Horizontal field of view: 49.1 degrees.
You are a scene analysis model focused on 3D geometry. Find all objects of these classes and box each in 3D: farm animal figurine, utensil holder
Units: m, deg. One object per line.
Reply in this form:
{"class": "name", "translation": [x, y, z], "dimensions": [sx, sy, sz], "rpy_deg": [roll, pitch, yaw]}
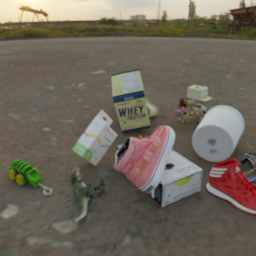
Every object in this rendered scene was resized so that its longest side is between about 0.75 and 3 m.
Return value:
{"class": "farm animal figurine", "translation": [3.178, -0.852, 13.698], "dimensions": [1.791, 0.944, 1.811], "rpy_deg": [20, 36, -8]}
{"class": "utensil holder", "translation": [3.562, 0.203, 11.087], "dimensions": [1.678, 1.678, 1.975], "rpy_deg": [13, 28, 26]}

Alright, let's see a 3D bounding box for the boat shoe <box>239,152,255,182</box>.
{"class": "boat shoe", "translation": [4.271, 1.228, 9.726], "dimensions": [2.153, 0.779, 0.778], "rpy_deg": [-15, 22, -34]}

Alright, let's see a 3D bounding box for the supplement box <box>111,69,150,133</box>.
{"class": "supplement box", "translation": [0.123, -1.247, 12.968], "dimensions": [1.365, 2.034, 2.032], "rpy_deg": [-11, 41, 4]}

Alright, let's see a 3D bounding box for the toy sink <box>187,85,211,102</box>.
{"class": "toy sink", "translation": [4.465, -2.181, 17.464], "dimensions": [1.303, 0.730, 0.849], "rpy_deg": [21, 32, 38]}

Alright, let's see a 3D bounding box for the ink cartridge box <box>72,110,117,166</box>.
{"class": "ink cartridge box", "translation": [-1.079, 0.364, 10.220], "dimensions": [0.604, 1.051, 1.795], "rpy_deg": [29, 80, 32]}

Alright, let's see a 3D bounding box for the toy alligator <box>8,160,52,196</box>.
{"class": "toy alligator", "translation": [-3.333, 1.534, 9.375], "dimensions": [2.340, 0.635, 0.694], "rpy_deg": [18, 30, 35]}

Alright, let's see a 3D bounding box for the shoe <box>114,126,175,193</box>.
{"class": "shoe", "translation": [0.528, 0.563, 8.472], "dimensions": [1.270, 0.998, 2.793], "rpy_deg": [38, 39, -10]}

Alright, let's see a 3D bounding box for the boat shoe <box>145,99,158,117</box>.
{"class": "boat shoe", "translation": [0.429, -1.442, 15.322], "dimensions": [0.951, 1.056, 2.926], "rpy_deg": [-9, 37, -40]}

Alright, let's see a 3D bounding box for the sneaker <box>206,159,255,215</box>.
{"class": "sneaker", "translation": [3.385, 1.689, 8.317], "dimensions": [2.116, 1.222, 0.829], "rpy_deg": [17, 29, 32]}

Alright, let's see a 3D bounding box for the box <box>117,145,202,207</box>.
{"class": "box", "translation": [0.968, 1.341, 9.554], "dimensions": [1.619, 0.835, 2.776], "rpy_deg": [-13, 28, -27]}

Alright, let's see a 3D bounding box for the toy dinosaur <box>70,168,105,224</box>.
{"class": "toy dinosaur", "translation": [-1.224, 1.960, 8.582], "dimensions": [1.044, 0.562, 2.370], "rpy_deg": [-19, 28, -5]}
